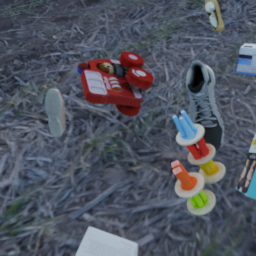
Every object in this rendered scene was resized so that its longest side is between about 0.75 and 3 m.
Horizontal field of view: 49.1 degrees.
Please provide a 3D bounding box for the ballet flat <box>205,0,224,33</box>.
[{"bbox_3d":[3.379,-4.559,11.140,0.491,0.534,1.557,-18,85,-40],"label":"ballet flat"}]

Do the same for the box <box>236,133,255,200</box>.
[{"bbox_3d":[3.151,0.473,6.271,0.561,0.939,2.282,20,89,9],"label":"box"}]

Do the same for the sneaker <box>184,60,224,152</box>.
[{"bbox_3d":[2.133,-0.659,8.336,1.060,1.631,2.825,-11,81,22],"label":"sneaker"}]

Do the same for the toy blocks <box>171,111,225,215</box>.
[{"bbox_3d":[1.700,0.898,7.641,0.850,2.341,1.951,-9,36,42],"label":"toy blocks"}]

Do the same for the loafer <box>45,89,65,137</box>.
[{"bbox_3d":[-1.825,-0.408,7.164,0.456,1.269,0.399,7,23,14],"label":"loafer"}]

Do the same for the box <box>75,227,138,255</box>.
[{"bbox_3d":[-0.544,3.535,7.453,1.420,1.412,0.928,15,49,13],"label":"box"}]

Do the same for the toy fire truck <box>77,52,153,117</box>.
[{"bbox_3d":[-0.568,-1.674,9.710,2.261,1.510,2.692,6,39,-25],"label":"toy fire truck"}]

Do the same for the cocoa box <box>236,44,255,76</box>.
[{"bbox_3d":[4.696,-2.569,10.504,0.980,0.965,1.470,13,25,24],"label":"cocoa box"}]
